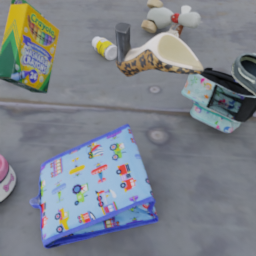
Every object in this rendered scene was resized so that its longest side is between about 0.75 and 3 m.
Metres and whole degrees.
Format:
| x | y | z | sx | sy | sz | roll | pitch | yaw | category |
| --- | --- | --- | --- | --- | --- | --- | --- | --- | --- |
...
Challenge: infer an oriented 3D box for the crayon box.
| x | y | z | sx | sy | sz | roll | pitch | yaw | category |
| --- | --- | --- | --- | --- | --- | --- | --- | --- | --- |
| -2.598 | -2.213 | 7.500 | 0.588 | 1.433 | 2.279 | 7 | 85 | 21 | crayon box |

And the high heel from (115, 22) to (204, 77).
| x | y | z | sx | sy | sz | roll | pitch | yaw | category |
| --- | --- | --- | --- | --- | --- | --- | --- | --- | --- |
| 0.692 | -1.499 | 6.843 | 2.301 | 1.640 | 0.822 | 30 | 66 | 17 | high heel |

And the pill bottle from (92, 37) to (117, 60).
| x | y | z | sx | sy | sz | roll | pitch | yaw | category |
| --- | --- | --- | --- | --- | --- | --- | --- | --- | --- |
| -1.007 | -3.387 | 11.823 | 0.653 | 0.653 | 1.173 | -30 | 53 | -25 | pill bottle |

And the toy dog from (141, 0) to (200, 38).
| x | y | z | sx | sy | sz | roll | pitch | yaw | category |
| --- | --- | --- | --- | --- | --- | --- | --- | --- | --- |
| 1.962 | -4.777 | 12.680 | 1.418 | 1.942 | 2.944 | 7 | 36 | -52 | toy dog |

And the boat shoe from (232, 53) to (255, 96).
| x | y | z | sx | sy | sz | roll | pitch | yaw | category |
| --- | --- | --- | --- | --- | --- | --- | --- | --- | --- |
| 3.205 | -0.835 | 5.904 | 2.288 | 0.707 | 0.833 | 41 | 93 | 21 | boat shoe |

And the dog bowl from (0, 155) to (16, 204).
| x | y | z | sx | sy | sz | roll | pitch | yaw | category |
| --- | --- | --- | --- | --- | --- | --- | --- | --- | --- |
| -3.874 | 1.301 | 7.143 | 1.845 | 0.680 | 1.845 | 1 | 32 | 0 | dog bowl |

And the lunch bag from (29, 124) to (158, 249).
| x | y | z | sx | sy | sz | roll | pitch | yaw | category |
| --- | --- | --- | --- | --- | --- | --- | --- | --- | --- |
| -1.008 | 1.500 | 6.963 | 2.945 | 1.385 | 2.217 | -16 | 51 | -2 | lunch bag |

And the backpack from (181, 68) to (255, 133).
| x | y | z | sx | sy | sz | roll | pitch | yaw | category |
| --- | --- | --- | --- | --- | --- | --- | --- | --- | --- |
| 2.790 | -0.938 | 8.650 | 2.211 | 1.665 | 1.963 | 35 | 26 | 22 | backpack |
